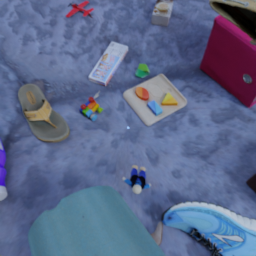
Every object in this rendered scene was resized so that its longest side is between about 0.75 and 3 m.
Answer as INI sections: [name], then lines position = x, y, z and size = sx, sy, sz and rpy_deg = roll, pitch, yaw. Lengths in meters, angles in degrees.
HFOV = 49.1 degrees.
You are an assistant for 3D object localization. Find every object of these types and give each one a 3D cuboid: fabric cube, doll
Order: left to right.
[doll]
position = 0.182, 1.122, 5.987
size = 0.624, 0.222, 0.915
rpy_deg = 12, 21, -2
[fabric cube]
position = 3.873, -2.383, 8.563
size = 2.184, 2.142, 2.177
rpy_deg = -35, 66, -17

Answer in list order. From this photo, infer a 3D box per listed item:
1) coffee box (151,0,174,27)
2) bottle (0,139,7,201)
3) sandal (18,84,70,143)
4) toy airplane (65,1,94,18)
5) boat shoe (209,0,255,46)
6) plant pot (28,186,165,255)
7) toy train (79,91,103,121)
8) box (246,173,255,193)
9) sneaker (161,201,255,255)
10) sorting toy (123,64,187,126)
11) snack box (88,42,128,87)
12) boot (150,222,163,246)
[coffee box]
position = 1.319, -4.470, 10.707
size = 0.651, 0.454, 1.139
rpy_deg = 12, 61, 7
[bottle]
position = -3.892, 0.764, 7.512
size = 1.071, 0.837, 2.565
rpy_deg = -28, 64, -2
[sandal]
position = -2.650, -0.526, 8.357
size = 0.989, 0.665, 2.463
rpy_deg = -30, 65, -16
[toy airplane]
position = -1.851, -4.609, 10.919
size = 1.233, 0.227, 1.233
rpy_deg = 0, 60, 0
[boat shoe]
position = 2.909, -2.096, 5.857
size = 2.789, 0.999, 1.062
rpy_deg = 30, 71, 1
[plant pot]
position = -0.464, 2.850, 5.404
size = 2.859, 2.859, 2.800
rpy_deg = -28, 57, -15
[toy train]
position = -0.988, -0.683, 8.630
size = 0.562, 0.411, 0.972
rpy_deg = 39, 67, 8
[box]
position = 4.534, 1.868, 6.809
size = 1.416, 1.060, 2.828
rpy_deg = -33, 64, -17
[sneaker]
position = 2.117, 2.553, 6.393
size = 2.850, 1.117, 1.282
rpy_deg = 16, 65, 9
[sorting toy]
position = 0.654, -1.195, 8.939
size = 1.562, 0.311, 2.113
rpy_deg = -30, 65, -16
[snack box]
position = -0.656, -2.216, 9.570
size = 0.641, 0.217, 1.782
rpy_deg = 21, 63, 12
[boot]
position = 0.431, 2.720, 6.716
size = 0.743, 0.357, 1.016
rpy_deg = 7, 60, 6
